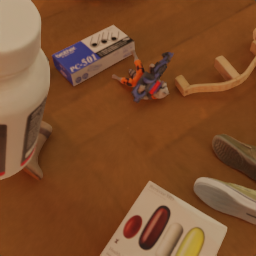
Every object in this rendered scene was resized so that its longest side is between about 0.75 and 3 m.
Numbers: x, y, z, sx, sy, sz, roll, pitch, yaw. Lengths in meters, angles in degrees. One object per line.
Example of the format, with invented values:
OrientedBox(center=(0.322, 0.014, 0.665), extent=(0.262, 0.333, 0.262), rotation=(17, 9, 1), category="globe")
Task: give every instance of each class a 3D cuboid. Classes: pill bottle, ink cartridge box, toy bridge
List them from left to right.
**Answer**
OrientedBox(center=(-1.843, -0.427, 3.686), extent=(1.473, 2.660, 1.473), rotation=(12, 55, -18), category="pill bottle")
OrientedBox(center=(-1.010, -2.241, 8.494), extent=(2.287, 0.506, 1.075), rotation=(-34, 61, -21), category="ink cartridge box")
OrientedBox(center=(2.762, -1.572, 7.786), extent=(2.794, 0.380, 0.939), rotation=(-25, 59, -3), category="toy bridge")

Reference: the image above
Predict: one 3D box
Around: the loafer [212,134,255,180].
OrientedBox(center=(2.716, 0.668, 6.501), extent=(1.629, 0.613, 0.567), rotation=(38, 52, 18), category="loafer")

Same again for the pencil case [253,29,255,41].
OrientedBox(center=(4.621, -2.025, 8.011), extent=(1.213, 1.055, 2.712), rotation=(-9, 55, 4), category="pencil case")

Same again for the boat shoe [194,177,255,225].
OrientedBox(center=(2.273, 1.491, 5.934), extent=(1.801, 0.648, 0.558), rotation=(26, 42, 8), category="boat shoe")

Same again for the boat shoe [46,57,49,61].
OrientedBox(center=(-2.664, -1.428, 7.936), extent=(0.459, 0.575, 1.522), rotation=(24, 71, 17), category="boat shoe")

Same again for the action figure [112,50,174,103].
OrientedBox(center=(0.565, -1.450, 7.772), extent=(1.651, 0.863, 1.597), rotation=(-46, 70, 0), category="action figure")

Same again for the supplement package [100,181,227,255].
OrientedBox(center=(0.587, 2.191, 4.988), extent=(1.583, 1.218, 1.656), rotation=(28, 61, 18), category="supplement package")

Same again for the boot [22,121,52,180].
OrientedBox(center=(-2.252, 0.380, 6.655), extent=(1.613, 0.566, 1.179), rotation=(31, 60, 20), category="boot")
